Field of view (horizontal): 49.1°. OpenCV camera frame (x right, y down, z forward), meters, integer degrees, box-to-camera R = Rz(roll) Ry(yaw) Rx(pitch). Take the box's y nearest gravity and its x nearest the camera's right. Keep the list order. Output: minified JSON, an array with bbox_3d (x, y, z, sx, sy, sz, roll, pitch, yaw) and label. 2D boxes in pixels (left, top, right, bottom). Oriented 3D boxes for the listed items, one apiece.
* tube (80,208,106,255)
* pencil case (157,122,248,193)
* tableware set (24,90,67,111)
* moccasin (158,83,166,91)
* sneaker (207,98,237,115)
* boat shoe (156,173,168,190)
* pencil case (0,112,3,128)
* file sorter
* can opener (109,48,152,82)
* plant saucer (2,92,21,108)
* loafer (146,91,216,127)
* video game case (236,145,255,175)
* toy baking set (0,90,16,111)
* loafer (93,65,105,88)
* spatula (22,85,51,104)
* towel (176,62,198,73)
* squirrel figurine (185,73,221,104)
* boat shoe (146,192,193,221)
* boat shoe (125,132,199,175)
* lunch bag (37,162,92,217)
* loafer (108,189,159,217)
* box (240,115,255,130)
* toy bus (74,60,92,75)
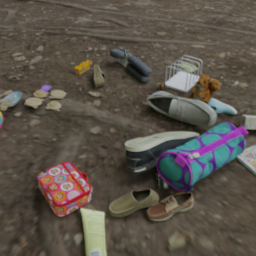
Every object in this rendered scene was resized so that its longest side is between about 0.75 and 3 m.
[{"bbox_3d":[-0.802,2.697,6.799,0.457,0.510,1.759,-25,35,5],"label":"tube"},{"bbox_3d":[2.260,0.785,8.309,2.901,1.341,1.235,-22,69,-36],"label":"pencil case"},{"bbox_3d":[-3.481,-1.233,11.948,1.444,0.201,1.729,8,34,-1],"label":"tableware set"},{"bbox_3d":[1.476,-1.842,12.430,0.382,0.362,0.989,-6,19,5],"label":"moccasin"},{"bbox_3d":[3.753,-0.730,11.306,1.182,0.437,0.484,29,82,21],"label":"sneaker"},{"bbox_3d":[0.995,1.435,8.468,0.307,0.341,0.965,-14,38,12],"label":"boat shoe"},{"bbox_3d":[-5.030,0.142,9.645,1.009,1.009,2.282,-6,39,-8],"label":"pencil case"},{"bbox_3d":[2.600,-2.559,13.046,1.164,1.045,1.678,24,43,27],"label":"file sorter"},{"bbox_3d":[-0.006,-3.170,13.938,1.000,0.798,2.992,-7,36,-29],"label":"can opener"},{"bbox_3d":[-4.866,-1.145,11.776,0.964,0.186,0.964,-13,45,14],"label":"plant saucer"},{"bbox_3d":[1.935,-0.692,10.625,0.996,0.998,2.855,-16,29,-42],"label":"loafer"},{"bbox_3d":[4.278,1.076,9.106,1.108,0.139,1.217,-17,41,-21],"label":"video game case"},{"bbox_3d":[-5.342,-0.996,11.607,1.302,0.197,1.696,-13,39,-5],"label":"toy baking set"},{"bbox_3d":[-1.388,-2.461,13.333,0.532,0.600,1.578,-3,48,-5],"label":"loafer"},{"bbox_3d":[-4.070,-1.469,12.358,0.444,0.161,1.570,20,43,25],"label":"spatula"},{"bbox_3d":[3.053,-3.118,14.455,0.750,0.184,1.011,-21,43,-26],"label":"towel"},{"bbox_3d":[3.218,-1.715,11.800,1.312,1.225,0.929,-23,43,-27],"label":"squirrel figurine"},{"bbox_3d":[1.134,2.052,7.551,1.412,0.507,0.535,-16,41,-20],"label":"boat shoe"},{"bbox_3d":[1.167,0.691,9.066,2.996,1.013,1.076,-13,11,-36],"label":"boat shoe"},{"bbox_3d":[-1.740,1.671,8.011,1.331,0.619,1.512,-22,43,-32],"label":"lunch bag"},{"bbox_3d":[0.104,1.947,7.527,1.414,0.477,0.538,-20,37,0],"label":"loafer"},{"bbox_3d":[4.924,-0.172,10.296,1.384,0.473,0.569,5,10,6],"label":"box"},{"bbox_3d":[-2.259,-3.067,14.204,0.338,0.406,1.037,20,42,26],"label":"toy bus"}]
